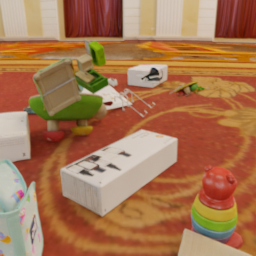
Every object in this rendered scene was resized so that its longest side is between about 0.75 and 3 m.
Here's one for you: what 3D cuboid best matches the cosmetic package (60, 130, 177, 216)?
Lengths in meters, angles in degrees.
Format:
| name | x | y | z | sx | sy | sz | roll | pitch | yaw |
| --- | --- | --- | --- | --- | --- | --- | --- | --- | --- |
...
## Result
| name | x | y | z | sx | sy | sz | roll | pitch | yaw |
| --- | --- | --- | --- | --- | --- | --- | --- | --- | --- |
| cosmetic package | -0.054 | 0.832 | 6.422 | 1.162 | 0.713 | 2.816 | 17 | 26 | 34 |

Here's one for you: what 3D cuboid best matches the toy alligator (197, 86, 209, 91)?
| name | x | y | z | sx | sy | sz | roll | pitch | yaw |
| --- | --- | --- | --- | --- | --- | --- | --- | --- | --- |
| toy alligator | 3.781 | -2.020 | 14.523 | 0.829 | 0.246 | 0.225 | 2 | -19 | 6 |

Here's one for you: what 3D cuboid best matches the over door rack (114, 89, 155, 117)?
| name | x | y | z | sx | sy | sz | roll | pitch | yaw |
| --- | --- | --- | --- | --- | --- | --- | --- | --- | --- |
| over door rack | 0.225 | -0.932 | 10.977 | 1.390 | 0.463 | 1.027 | 30 | 35 | 9 |

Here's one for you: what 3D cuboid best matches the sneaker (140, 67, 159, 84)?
| name | x | y | z | sx | sy | sz | roll | pitch | yaw |
| --- | --- | --- | --- | --- | --- | --- | --- | --- | --- |
| sneaker | 0.723 | -1.694 | 8.986 | 0.328 | 0.501 | 0.896 | -3 | 13 | -32 |

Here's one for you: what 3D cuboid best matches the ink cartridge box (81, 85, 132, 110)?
| name | x | y | z | sx | sy | sz | roll | pitch | yaw |
| --- | --- | --- | --- | --- | --- | --- | --- | --- | --- |
| ink cartridge box | -1.537 | -1.285 | 11.752 | 2.391 | 0.600 | 2.755 | 42 | 33 | 23 |

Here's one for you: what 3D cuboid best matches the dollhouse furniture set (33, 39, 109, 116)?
| name | x | y | z | sx | sy | sz | roll | pitch | yaw |
| --- | --- | --- | --- | --- | --- | --- | --- | --- | --- |
| dollhouse furniture set | -1.474 | -1.260 | 6.646 | 1.800 | 1.179 | 0.904 | -34 | 51 | -24 |

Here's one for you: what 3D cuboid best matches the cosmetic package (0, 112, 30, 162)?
| name | x | y | z | sx | sy | sz | roll | pitch | yaw |
| --- | --- | --- | --- | --- | --- | --- | --- | --- | --- |
| cosmetic package | -3.371 | 0.205 | 7.993 | 1.053 | 0.767 | 2.071 | -8 | 21 | -18 |

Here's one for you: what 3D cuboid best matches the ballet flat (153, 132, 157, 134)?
| name | x | y | z | sx | sy | sz | roll | pitch | yaw |
| --- | --- | --- | --- | --- | --- | --- | --- | --- | --- |
| ballet flat | 0.801 | 0.376 | 8.156 | 0.317 | 0.314 | 0.933 | -3 | 22 | -7 |

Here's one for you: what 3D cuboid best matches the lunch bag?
| name | x | y | z | sx | sy | sz | roll | pitch | yaw |
| --- | --- | --- | --- | --- | --- | --- | --- | --- | --- |
| lunch bag | -1.819 | 1.376 | 4.137 | 0.950 | 1.327 | 1.557 | -17 | 26 | -39 |

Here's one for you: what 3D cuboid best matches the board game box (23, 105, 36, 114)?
| name | x | y | z | sx | sy | sz | roll | pitch | yaw |
| --- | --- | --- | --- | --- | --- | --- | --- | --- | --- |
| board game box | -3.149 | -0.832 | 11.373 | 1.777 | 0.250 | 1.202 | 0 | 21 | 1 |

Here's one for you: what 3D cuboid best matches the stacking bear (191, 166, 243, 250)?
| name | x | y | z | sx | sy | sz | roll | pitch | yaw |
| --- | --- | --- | --- | --- | --- | --- | --- | --- | --- |
| stacking bear | 1.402 | 1.246 | 4.467 | 0.761 | 1.339 | 0.813 | -15 | 26 | -33 |

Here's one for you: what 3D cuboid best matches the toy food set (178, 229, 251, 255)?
| name | x | y | z | sx | sy | sz | roll | pitch | yaw |
| --- | --- | --- | --- | --- | --- | --- | --- | --- | --- |
| toy food set | 1.126 | 2.141 | 3.474 | 1.271 | 0.535 | 1.772 | 19 | 27 | 14 |

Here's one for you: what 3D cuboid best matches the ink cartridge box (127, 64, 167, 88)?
| name | x | y | z | sx | sy | sz | roll | pitch | yaw |
| --- | --- | --- | --- | --- | --- | --- | --- | --- | --- |
| ink cartridge box | 1.141 | -3.049 | 16.141 | 1.632 | 0.947 | 2.211 | 11 | 25 | 26 |

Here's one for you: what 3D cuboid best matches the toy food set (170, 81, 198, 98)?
| name | x | y | z | sx | sy | sz | roll | pitch | yaw |
| --- | --- | --- | --- | --- | --- | --- | --- | --- | --- |
| toy food set | 1.788 | -1.094 | 8.515 | 1.102 | 0.360 | 0.649 | -21 | -7 | -46 |

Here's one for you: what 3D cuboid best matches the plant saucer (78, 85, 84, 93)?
| name | x | y | z | sx | sy | sz | roll | pitch | yaw |
| --- | --- | --- | --- | --- | --- | --- | --- | --- | --- |
| plant saucer | -1.708 | -1.732 | 10.083 | 0.501 | 0.136 | 1.433 | -18 | 42 | 27 |

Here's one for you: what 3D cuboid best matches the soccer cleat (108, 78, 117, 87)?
| name | x | y | z | sx | sy | sz | roll | pitch | yaw |
| --- | --- | --- | --- | --- | --- | --- | --- | --- | --- |
| soccer cleat | -1.023 | -2.590 | 15.670 | 1.130 | 0.438 | 0.392 | 18 | 28 | 40 |

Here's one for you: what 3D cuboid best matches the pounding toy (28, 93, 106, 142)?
| name | x | y | z | sx | sy | sz | roll | pitch | yaw |
| --- | --- | --- | --- | --- | --- | --- | --- | --- | --- |
| pounding toy | -1.833 | -0.261 | 8.906 | 2.216 | 1.332 | 2.871 | -2 | -1 | 4 |
